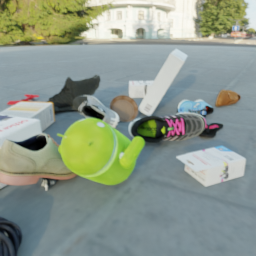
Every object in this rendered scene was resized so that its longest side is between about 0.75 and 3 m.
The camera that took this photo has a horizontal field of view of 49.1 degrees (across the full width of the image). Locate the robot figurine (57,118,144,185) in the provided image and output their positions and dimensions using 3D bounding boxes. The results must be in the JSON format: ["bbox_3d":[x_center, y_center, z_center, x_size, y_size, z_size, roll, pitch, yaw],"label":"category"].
[{"bbox_3d":[-0.604,0.550,6.101,1.846,1.217,2.104,9,-15,29],"label":"robot figurine"}]

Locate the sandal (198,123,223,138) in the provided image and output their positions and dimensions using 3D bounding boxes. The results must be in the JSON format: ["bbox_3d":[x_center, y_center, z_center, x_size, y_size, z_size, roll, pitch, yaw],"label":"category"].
[{"bbox_3d":[2.861,-0.019,9.701,0.596,0.358,1.587,14,25,32],"label":"sandal"}]

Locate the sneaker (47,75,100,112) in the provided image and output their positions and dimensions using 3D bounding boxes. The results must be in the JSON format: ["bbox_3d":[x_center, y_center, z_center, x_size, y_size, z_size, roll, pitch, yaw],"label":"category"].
[{"bbox_3d":[-2.552,-1.469,11.797,2.817,1.469,0.846,-5,11,-19],"label":"sneaker"}]

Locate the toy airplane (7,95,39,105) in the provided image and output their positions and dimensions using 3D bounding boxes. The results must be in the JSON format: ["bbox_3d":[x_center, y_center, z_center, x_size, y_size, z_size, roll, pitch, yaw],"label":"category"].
[{"bbox_3d":[-4.739,-1.273,13.105,1.644,0.302,1.644,2,21,-1],"label":"toy airplane"}]

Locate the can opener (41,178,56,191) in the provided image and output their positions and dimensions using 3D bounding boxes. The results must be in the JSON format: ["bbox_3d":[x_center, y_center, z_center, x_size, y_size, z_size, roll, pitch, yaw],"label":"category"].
[{"bbox_3d":[-1.945,1.184,6.707,0.316,0.250,0.951,-2,18,-23],"label":"can opener"}]

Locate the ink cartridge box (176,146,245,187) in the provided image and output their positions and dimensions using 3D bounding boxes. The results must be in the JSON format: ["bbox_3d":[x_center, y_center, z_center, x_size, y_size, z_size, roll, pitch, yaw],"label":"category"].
[{"bbox_3d":[2.010,0.947,6.931,1.494,0.507,0.860,-9,23,-23],"label":"ink cartridge box"}]

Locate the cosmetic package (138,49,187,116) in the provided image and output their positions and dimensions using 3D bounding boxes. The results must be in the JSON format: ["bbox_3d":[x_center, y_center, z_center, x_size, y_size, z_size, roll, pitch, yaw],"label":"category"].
[{"bbox_3d":[1.459,-1.911,11.642,0.670,2.593,1.955,33,25,4],"label":"cosmetic package"}]

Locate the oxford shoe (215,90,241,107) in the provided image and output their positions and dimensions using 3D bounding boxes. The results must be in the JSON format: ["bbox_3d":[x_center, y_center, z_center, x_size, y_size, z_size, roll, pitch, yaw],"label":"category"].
[{"bbox_3d":[4.576,-1.348,12.771,0.736,0.736,2.065,23,29,35],"label":"oxford shoe"}]

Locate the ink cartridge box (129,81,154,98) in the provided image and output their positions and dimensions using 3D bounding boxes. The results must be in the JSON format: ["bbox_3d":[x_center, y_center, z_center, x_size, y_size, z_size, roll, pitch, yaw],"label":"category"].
[{"bbox_3d":[0.861,-2.012,14.517,1.610,0.679,1.175,-1,21,-3],"label":"ink cartridge box"}]

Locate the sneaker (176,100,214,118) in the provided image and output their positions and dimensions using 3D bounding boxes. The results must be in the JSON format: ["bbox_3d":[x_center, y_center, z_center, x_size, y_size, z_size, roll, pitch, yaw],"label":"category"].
[{"bbox_3d":[2.659,-0.700,11.020,1.887,0.739,0.849,-15,29,-34],"label":"sneaker"}]

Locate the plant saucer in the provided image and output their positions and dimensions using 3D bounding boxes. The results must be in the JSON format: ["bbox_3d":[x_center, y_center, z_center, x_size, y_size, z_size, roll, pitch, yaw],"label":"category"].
[{"bbox_3d":[-0.178,-0.731,10.992,1.154,1.154,0.211,-7,-19,-18],"label":"plant saucer"}]

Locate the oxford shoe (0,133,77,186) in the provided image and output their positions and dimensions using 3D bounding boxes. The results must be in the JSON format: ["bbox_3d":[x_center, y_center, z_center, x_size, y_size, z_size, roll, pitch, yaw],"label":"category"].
[{"bbox_3d":[-1.769,0.638,6.501,0.920,0.959,2.599,21,11,27],"label":"oxford shoe"}]

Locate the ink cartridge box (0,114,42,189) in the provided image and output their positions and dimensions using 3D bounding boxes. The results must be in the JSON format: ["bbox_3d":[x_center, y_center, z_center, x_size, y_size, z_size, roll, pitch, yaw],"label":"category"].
[{"bbox_3d":[-3.976,0.451,7.239,2.885,1.216,2.088,8,22,20],"label":"ink cartridge box"}]

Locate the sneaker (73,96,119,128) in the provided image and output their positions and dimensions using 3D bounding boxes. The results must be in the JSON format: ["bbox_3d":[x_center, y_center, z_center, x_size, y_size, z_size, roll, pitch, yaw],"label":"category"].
[{"bbox_3d":[-1.374,-0.697,9.754,2.109,0.791,1.218,27,5,28],"label":"sneaker"}]

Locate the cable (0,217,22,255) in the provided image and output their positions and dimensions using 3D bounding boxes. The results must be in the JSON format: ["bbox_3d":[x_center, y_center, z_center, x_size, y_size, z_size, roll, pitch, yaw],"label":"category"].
[{"bbox_3d":[-2.644,1.995,4.114,2.174,0.552,1.774,-14,25,-33],"label":"cable"}]

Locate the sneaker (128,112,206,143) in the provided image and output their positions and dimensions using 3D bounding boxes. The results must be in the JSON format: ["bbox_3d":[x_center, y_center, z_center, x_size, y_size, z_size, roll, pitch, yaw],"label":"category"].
[{"bbox_3d":[1.151,0.029,8.484,2.420,0.892,1.058,-3,5,8],"label":"sneaker"}]

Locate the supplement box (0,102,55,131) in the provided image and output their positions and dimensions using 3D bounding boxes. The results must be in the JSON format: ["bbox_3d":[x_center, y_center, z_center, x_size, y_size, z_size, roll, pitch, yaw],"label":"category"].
[{"bbox_3d":[-3.589,-0.269,9.749,1.338,0.781,2.124,3,20,8],"label":"supplement box"}]
